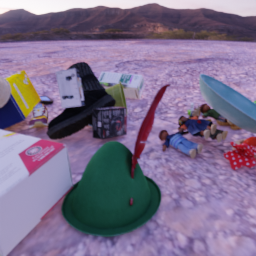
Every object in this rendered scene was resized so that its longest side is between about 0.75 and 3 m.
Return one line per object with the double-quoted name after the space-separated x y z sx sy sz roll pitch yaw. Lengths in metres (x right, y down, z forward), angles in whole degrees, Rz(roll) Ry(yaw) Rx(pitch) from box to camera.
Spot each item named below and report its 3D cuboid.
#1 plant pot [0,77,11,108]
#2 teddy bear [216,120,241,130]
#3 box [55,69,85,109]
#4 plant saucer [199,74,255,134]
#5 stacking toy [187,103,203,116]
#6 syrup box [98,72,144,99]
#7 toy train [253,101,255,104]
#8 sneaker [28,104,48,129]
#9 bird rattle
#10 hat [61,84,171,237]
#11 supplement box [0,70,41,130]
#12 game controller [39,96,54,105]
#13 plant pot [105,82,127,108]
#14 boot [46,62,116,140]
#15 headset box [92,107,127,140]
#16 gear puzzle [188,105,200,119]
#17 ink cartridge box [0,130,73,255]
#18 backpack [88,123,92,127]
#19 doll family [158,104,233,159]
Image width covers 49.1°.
-4.561 -1.353 8.683 1.349 1.349 1.235 -1 -22 2 "plant pot"
3.884 -0.413 10.813 1.098 0.506 1.514 -2 22 1 "teddy bear"
-1.815 -1.230 8.800 0.681 1.167 0.351 -8 8 10 "box"
3.130 -0.631 8.240 2.742 0.493 2.742 25 26 -13 "plant saucer"
3.095 -0.760 11.404 1.213 0.378 1.609 2 12 19 "stacking toy"
-0.369 -2.162 14.179 2.232 0.909 0.879 8 59 21 "syrup box"
6.099 -1.199 13.090 0.353 0.261 1.253 5 20 40 "toy train"
-3.136 -0.424 9.784 0.657 0.790 1.754 -6 6 -14 "sneaker"
3.664 0.677 8.021 1.958 1.103 1.596 -11 9 2 "bird rattle"
-0.352 0.499 6.016 2.211 2.349 2.669 4 23 14 "hat"
-4.571 -1.081 10.690 1.428 1.437 2.624 -22 22 5 "supplement box"
-4.025 -1.361 13.454 0.636 0.257 1.219 -13 26 -28 "game controller"
-0.818 -1.097 11.693 1.341 1.413 1.413 -12 21 6 "plant pot"
-2.009 -0.970 9.740 2.723 1.025 2.036 -33 75 -24 "boot"
-0.554 -0.188 9.357 0.491 0.973 1.309 7 12 42 "headset box"
2.534 -0.471 10.618 0.186 0.736 1.421 12 25 25 "gear puzzle"
-2.975 1.064 5.856 2.917 1.249 2.153 9 31 26 "ink cartridge box"
-1.445 -0.399 10.495 0.920 0.750 0.707 15 -8 12 "backpack"
2.164 0.019 9.080 2.718 1.067 1.571 -19 34 -33 "doll family"
